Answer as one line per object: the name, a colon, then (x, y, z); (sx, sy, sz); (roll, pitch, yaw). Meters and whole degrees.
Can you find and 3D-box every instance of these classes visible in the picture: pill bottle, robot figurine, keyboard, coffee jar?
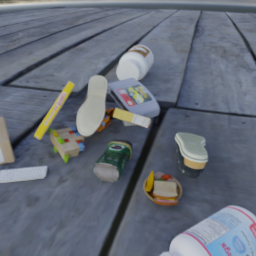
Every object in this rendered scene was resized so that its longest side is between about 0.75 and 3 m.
pill bottle: (0.357, -3.448, 15.384); (1.578, 1.578, 2.760); (9, 32, 14)
robot figurine: (-1.029, -0.330, 11.085); (1.103, 0.443, 1.521); (-3, 28, 36)
pill bottle: (1.674, 2.580, 5.721); (2.252, 1.225, 1.225); (-19, 36, -27)
keyboard: (-3.617, 1.458, 8.666); (2.121, 0.113, 0.597); (-5, 31, -8)
coffee jar: (-0.411, 0.965, 8.787); (0.830, 0.679, 1.591); (8, 28, 16)

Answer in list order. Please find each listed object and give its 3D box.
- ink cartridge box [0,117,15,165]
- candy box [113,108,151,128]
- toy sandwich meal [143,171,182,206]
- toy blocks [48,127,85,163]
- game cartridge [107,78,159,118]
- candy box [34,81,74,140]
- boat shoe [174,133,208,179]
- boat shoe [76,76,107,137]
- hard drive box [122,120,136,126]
ink cartridge box: (-5.195, 0.593, 9.358); (2.341, 0.879, 1.929); (-14, 33, -24)
candy box: (0.163, -0.340, 10.021); (1.283, 0.362, 0.749); (19, 1, 7)
toy sandwich meal: (0.989, 1.659, 7.926); (1.234, 0.423, 1.234); (3, 37, -2)
toy blocks: (-2.023, 0.487, 9.805); (1.015, 0.742, 1.484); (-13, 44, -35)
game cartridge: (0.242, -1.234, 11.639); (1.495, 0.459, 2.246); (-17, 55, -32)
candy box: (-2.627, -0.587, 9.920); (0.288, 2.183, 1.116); (32, -15, -11)
boat shoe: (1.999, 0.782, 9.076); (1.039, 0.867, 2.786); (10, 16, 5)
boat shoe: (-1.314, -0.727, 10.435); (0.938, 0.777, 2.611); (10, 60, -4)
hard drive box: (0.073, -0.428, 11.563); (0.666, 0.328, 0.855); (-7, 31, -14)
